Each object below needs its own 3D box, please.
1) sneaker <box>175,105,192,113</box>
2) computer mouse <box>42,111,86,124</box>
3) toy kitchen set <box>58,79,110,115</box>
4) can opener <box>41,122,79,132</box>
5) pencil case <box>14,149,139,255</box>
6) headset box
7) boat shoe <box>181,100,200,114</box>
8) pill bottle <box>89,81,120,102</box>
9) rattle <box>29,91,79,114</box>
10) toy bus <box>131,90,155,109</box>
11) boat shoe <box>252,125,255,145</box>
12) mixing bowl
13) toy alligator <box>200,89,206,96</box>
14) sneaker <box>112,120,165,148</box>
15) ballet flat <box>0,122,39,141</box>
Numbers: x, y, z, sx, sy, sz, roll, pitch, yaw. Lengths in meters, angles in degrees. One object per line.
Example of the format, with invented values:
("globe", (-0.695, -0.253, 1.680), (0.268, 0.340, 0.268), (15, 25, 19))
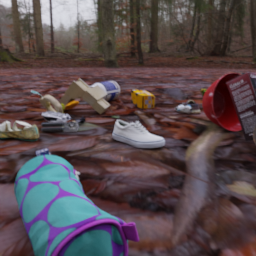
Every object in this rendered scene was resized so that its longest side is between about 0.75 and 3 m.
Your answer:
("sneaker", (2.468, -0.812, 12.629), (0.430, 0.372, 0.992), (-13, 11, -23))
("computer mouse", (-2.538, -0.310, 10.724), (1.660, 0.364, 0.910), (12, 23, 20))
("toy kitchen set", (-1.975, -1.136, 13.115), (1.845, 1.664, 1.505), (41, 23, -1))
("can opener", (-2.355, -0.012, 9.774), (1.263, 0.337, 0.422), (-2, -10, -6))
("pencil case", (-0.921, 1.157, 3.998), (1.117, 1.029, 2.418), (-22, 24, -23))
("headset box", (3.881, -0.737, 8.343), (1.518, 2.040, 0.788), (-6, -15, -39))
("boat shoe", (2.914, -1.039, 13.022), (0.569, 0.513, 1.583), (-2, 15, -8))
("pill bottle", (-1.377, -1.945, 15.292), (1.075, 1.075, 1.858), (10, 18, 33))
("rattle", (-3.075, -1.221, 11.552), (1.638, 1.066, 1.170), (34, 72, 23))
("toy bus", (0.691, -1.524, 14.453), (0.834, 0.693, 2.130), (-3, 15, -10))
("boat shoe", (3.679, -0.322, 6.494), (0.769, 2.143, 0.812), (8, 49, 0))
("mixing bowl", (3.444, -0.892, 10.119), (2.024, 2.024, 1.096), (-8, 4, -26))
("toy alligator", (4.850, -2.114, 17.292), (0.548, 0.397, 1.653), (38, 23, 23))
("sneaker", (0.248, 0.159, 8.356), (1.848, 0.654, 0.675), (11, 19, 35))
("ballet flat", (-3.651, 0.072, 8.842), (1.751, 0.619, 0.619), (3, 15, 11))
